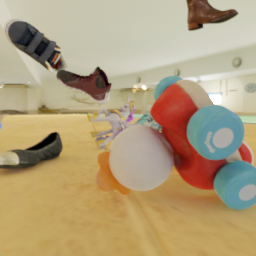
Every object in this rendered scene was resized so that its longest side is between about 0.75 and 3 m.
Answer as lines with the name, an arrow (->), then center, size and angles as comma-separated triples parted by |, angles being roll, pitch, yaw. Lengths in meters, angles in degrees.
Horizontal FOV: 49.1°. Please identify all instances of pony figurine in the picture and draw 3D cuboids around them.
pony figurine -> -0.339, -0.013, 9.482 | 1.830, 1.766, 1.524 | -22, 10, -21

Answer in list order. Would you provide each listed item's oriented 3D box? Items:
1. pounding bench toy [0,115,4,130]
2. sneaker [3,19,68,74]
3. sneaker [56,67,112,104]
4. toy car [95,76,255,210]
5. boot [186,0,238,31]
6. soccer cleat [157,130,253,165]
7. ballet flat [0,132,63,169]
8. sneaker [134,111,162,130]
pounding bench toy -> -4.934, 0.218, 8.225 | 1.637, 2.099, 1.304 | 36, -17, -35
sneaker -> -3.247, -2.967, 10.453 | 1.104, 1.090, 2.780 | 28, -4, 32
sneaker -> -1.058, -1.301, 7.117 | 1.507, 0.870, 0.570 | 27, 43, -2
toy car -> 0.518, 0.477, 4.368 | 2.101, 1.858, 1.937 | -31, 26, 3
boot -> 1.933, -3.251, 6.811 | 1.357, 1.456, 0.468 | -2, 8, 40
soccer cleat -> 1.463, 0.458, 6.405 | 1.257, 1.013, 2.952 | -2, 2, -43
ballet flat -> -2.375, 0.544, 6.761 | 0.821, 0.702, 2.470 | -2, 4, 13
sneaker -> 0.727, -0.146, 12.081 | 1.127, 1.254, 2.904 | 3, 5, 33
